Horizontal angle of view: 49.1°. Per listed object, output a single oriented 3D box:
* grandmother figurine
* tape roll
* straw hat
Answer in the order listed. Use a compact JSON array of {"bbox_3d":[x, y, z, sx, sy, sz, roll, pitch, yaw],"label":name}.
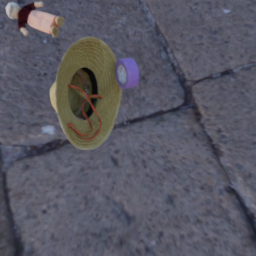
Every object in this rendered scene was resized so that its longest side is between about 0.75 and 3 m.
[{"bbox_3d":[-2.805,-3.173,8.143,1.771,0.536,1.074,25,76,12],"label":"grandmother figurine"},{"bbox_3d":[-0.040,-1.467,7.572,0.331,0.779,0.779,-16,65,-25],"label":"tape roll"},{"bbox_3d":[-1.365,-0.888,7.307,1.187,2.804,2.804,7,63,31],"label":"straw hat"}]
